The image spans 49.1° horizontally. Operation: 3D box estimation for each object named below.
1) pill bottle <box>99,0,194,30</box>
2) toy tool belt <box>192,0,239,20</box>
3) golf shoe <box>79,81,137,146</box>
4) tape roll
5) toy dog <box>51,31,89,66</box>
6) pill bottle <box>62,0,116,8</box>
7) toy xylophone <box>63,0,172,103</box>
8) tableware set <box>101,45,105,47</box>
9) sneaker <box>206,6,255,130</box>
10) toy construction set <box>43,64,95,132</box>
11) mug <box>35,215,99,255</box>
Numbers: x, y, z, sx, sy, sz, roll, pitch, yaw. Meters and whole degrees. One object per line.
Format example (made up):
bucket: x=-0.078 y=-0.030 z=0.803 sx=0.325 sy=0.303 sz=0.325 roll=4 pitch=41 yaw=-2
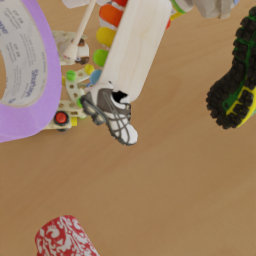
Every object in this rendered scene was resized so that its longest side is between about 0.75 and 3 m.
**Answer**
pill bottle: x=0.351 y=-2.749 z=6.371 sx=2.008 sy=1.115 sz=1.115 roll=-18 pitch=39 yaw=35
toy tool belt: x=2.000 y=-2.927 z=5.816 sx=1.135 sy=1.117 sz=1.818 roll=54 pitch=33 yaw=-10
golf shoe: x=-0.104 y=-0.167 z=3.786 sx=0.554 sy=1.173 sz=0.456 roll=-41 pitch=48 yaw=8
tape roll: x=-2.111 y=-1.133 z=4.049 sx=0.901 sy=2.745 sz=2.745 roll=-10 pitch=46 yaw=20
toy dog: x=-1.252 y=-1.734 z=6.233 sx=1.012 sy=0.728 sz=1.043 roll=-20 pitch=36 yaw=-25
pill bottle: x=-0.054 y=-2.838 z=4.668 sx=2.338 sy=1.330 sz=1.330 roll=-10 pitch=49 yaw=6
toy xylophone: x=-0.112 y=-1.235 z=3.837 sx=1.828 sy=1.338 sz=0.459 roll=-62 pitch=34 yaw=3
tableware set: x=-0.159 y=-2.636 z=9.207 sx=1.451 sy=0.330 sz=2.153 roll=-9 pitch=49 yaw=-12
sneaker: x=2.388 y=-1.186 z=4.766 sx=1.232 sy=2.891 sz=1.128 roll=-27 pitch=68 yaw=-25
toy construction set: x=-1.969 y=-0.700 z=6.946 sx=2.455 sy=1.131 sz=1.610 roll=-7 pitch=73 yaw=4
mug: x=-0.646 y=1.427 z=2.821 sx=0.814 sy=0.612 sz=0.917 roll=-9 pitch=42 yaw=-35
